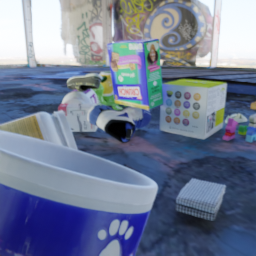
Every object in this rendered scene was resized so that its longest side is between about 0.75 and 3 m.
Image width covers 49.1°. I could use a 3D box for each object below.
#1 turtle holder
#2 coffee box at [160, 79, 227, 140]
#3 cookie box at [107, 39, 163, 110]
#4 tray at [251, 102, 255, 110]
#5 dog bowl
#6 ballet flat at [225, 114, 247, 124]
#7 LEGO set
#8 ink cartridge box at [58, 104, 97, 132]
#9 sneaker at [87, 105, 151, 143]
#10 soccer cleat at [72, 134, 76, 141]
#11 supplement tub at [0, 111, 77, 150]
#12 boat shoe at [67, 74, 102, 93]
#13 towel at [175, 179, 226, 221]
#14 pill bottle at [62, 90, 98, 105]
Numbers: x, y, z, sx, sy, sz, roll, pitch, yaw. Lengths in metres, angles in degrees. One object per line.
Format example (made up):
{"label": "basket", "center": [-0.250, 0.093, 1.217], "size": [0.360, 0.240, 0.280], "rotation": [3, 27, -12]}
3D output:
{"label": "turtle holder", "center": [-1.103, -1.963, 14.566], "size": [2.597, 1.844, 1.973], "rotation": [-13, 21, -37]}
{"label": "coffee box", "center": [2.463, -0.816, 10.633], "size": [1.854, 1.837, 1.857], "rotation": [12, 20, 36]}
{"label": "cookie box", "center": [0.257, -1.958, 10.183], "size": [0.867, 2.306, 1.973], "rotation": [-23, 25, -36]}
{"label": "tray", "center": [7.243, -1.032, 14.132], "size": [1.743, 0.323, 0.860], "rotation": [16, 23, 42]}
{"label": "dog bowl", "center": [-1.077, 0.919, 4.105], "size": [2.832, 1.115, 2.832], "rotation": [18, -3, 1]}
{"label": "ballet flat", "center": [4.612, -0.398, 11.821], "size": [1.211, 0.434, 0.434], "rotation": [-9, 19, -31]}
{"label": "LEGO set", "center": [4.481, -0.195, 10.061], "size": [2.389, 0.980, 0.911], "rotation": [-14, 22, -40]}
{"label": "ink cartridge box", "center": [-1.886, -0.398, 10.685], "size": [1.370, 1.003, 0.567], "rotation": [0, 18, 2]}
{"label": "sneaker", "center": [-0.065, -0.060, 9.890], "size": [2.506, 1.012, 1.447], "rotation": [0, 31, -39]}
{"label": "soccer cleat", "center": [-2.304, 0.598, 8.526], "size": [1.538, 0.497, 0.643], "rotation": [-21, -5, -41]}
{"label": "supplement tub", "center": [-2.238, 0.475, 6.283], "size": [1.988, 1.435, 1.435], "rotation": [-19, 21, -15]}
{"label": "boat shoe", "center": [-1.814, -1.731, 11.205], "size": [1.765, 0.528, 0.631], "rotation": [-5, -20, 35]}
{"label": "towel", "center": [1.451, 1.424, 5.595], "size": [0.781, 0.404, 0.944], "rotation": [7, 20, 29]}
{"label": "pill bottle", "center": [-2.110, -0.980, 12.111], "size": [1.331, 1.331, 2.370], "rotation": [1, 15, 2]}
